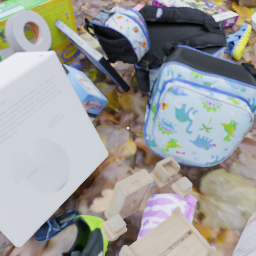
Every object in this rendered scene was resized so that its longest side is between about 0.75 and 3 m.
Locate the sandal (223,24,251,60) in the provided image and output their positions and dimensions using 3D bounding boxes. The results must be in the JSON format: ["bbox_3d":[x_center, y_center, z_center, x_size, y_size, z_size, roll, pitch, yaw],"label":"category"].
[{"bbox_3d":[4.015,-3.285,10.374,0.795,0.726,1.826,21,53,21],"label":"sandal"}]

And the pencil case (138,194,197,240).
[{"bbox_3d":[0.674,2.598,5.430,1.110,1.131,2.645,35,47,-24],"label":"pencil case"}]

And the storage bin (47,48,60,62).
[{"bbox_3d":[-2.577,-1.854,8.854,0.598,1.276,0.863,-37,61,-27],"label":"storage bin"}]

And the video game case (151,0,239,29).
[{"bbox_3d":[2.670,-4.662,11.259,2.404,0.475,2.652,-27,54,-34],"label":"video game case"}]

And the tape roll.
[{"bbox_3d":[-2.764,-2.597,7.819,0.404,1.223,1.223,-1,46,36],"label":"tape roll"}]

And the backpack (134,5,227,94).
[{"bbox_3d":[1.532,-2.243,8.569,2.697,2.181,2.831,-11,57,10],"label":"backpack"}]

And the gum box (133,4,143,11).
[{"bbox_3d":[0.392,-4.448,11.411,0.771,0.449,1.359,28,57,20],"label":"gum box"}]

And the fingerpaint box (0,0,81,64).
[{"bbox_3d":[-3.059,-2.977,9.089,2.734,2.281,1.003,-37,58,-25],"label":"fingerpaint box"}]

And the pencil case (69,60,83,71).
[{"bbox_3d":[-1.935,-1.905,9.486,0.357,0.398,0.915,43,61,-4],"label":"pencil case"}]

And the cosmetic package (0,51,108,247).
[{"bbox_3d":[-2.355,0.303,5.954,1.732,2.818,2.809,14,49,41],"label":"cosmetic package"}]

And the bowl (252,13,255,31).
[{"bbox_3d":[5.426,-3.995,10.985,1.264,0.568,1.264,0,52,1],"label":"bowl"}]

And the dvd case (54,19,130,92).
[{"bbox_3d":[-1.112,-2.254,8.814,0.228,1.851,2.595,-47,58,2],"label":"dvd case"}]

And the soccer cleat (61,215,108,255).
[{"bbox_3d":[-0.862,2.810,5.205,0.786,0.943,2.328,-22,50,32],"label":"soccer cleat"}]

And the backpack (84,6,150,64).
[{"bbox_3d":[-0.129,-2.380,7.377,1.202,1.561,1.486,-49,50,-6],"label":"backpack"}]

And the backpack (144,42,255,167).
[{"bbox_3d":[1.498,-0.245,6.421,2.316,2.531,1.860,18,41,4],"label":"backpack"}]

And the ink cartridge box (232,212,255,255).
[{"bbox_3d":[2.489,2.634,4.856,1.153,2.041,2.781,32,59,19],"label":"ink cartridge box"}]

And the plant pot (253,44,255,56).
[{"bbox_3d":[5.520,-2.821,9.434,1.781,1.579,1.783,6,52,5],"label":"plant pot"}]

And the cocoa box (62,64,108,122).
[{"bbox_3d":[-1.477,-0.960,8.068,0.942,0.957,1.435,-49,61,16],"label":"cocoa box"}]

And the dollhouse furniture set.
[{"bbox_3d":[0.723,2.081,5.261,2.082,1.192,2.442,-22,58,-33],"label":"dollhouse furniture set"}]

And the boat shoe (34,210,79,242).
[{"bbox_3d":[-1.638,2.131,6.321,1.073,0.368,0.451,-32,58,-22],"label":"boat shoe"}]
